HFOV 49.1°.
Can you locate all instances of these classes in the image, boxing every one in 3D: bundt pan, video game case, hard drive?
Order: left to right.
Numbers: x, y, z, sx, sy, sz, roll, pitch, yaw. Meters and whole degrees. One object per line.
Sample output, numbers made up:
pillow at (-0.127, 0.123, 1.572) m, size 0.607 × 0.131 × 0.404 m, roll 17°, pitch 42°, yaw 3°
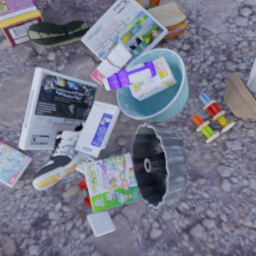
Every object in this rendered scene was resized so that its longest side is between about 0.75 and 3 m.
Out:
video game case at (-4.838, 1.329, 10.834) m, size 1.789 × 0.156 × 1.279 m, roll 26°, pitch 70°, yaw 10°
video game case at (-2.274, -0.506, 9.635) m, size 0.325 × 2.785 × 2.532 m, roll 18°, pitch 96°, yaw 31°
hard drive at (-0.804, 2.891, 8.506) m, size 0.130 × 0.971 × 0.640 m, roll -37°, pitch 67°, yaw 19°
video game case at (-0.202, -4.031, 12.302) m, size 2.880 × 0.317 × 2.626 m, roll -45°, pitch 80°, yaw 4°
bundt pan at (1.041, 1.124, 8.874) m, size 1.000 × 2.664 × 2.664 m, roll -5°, pitch 67°, yaw -20°

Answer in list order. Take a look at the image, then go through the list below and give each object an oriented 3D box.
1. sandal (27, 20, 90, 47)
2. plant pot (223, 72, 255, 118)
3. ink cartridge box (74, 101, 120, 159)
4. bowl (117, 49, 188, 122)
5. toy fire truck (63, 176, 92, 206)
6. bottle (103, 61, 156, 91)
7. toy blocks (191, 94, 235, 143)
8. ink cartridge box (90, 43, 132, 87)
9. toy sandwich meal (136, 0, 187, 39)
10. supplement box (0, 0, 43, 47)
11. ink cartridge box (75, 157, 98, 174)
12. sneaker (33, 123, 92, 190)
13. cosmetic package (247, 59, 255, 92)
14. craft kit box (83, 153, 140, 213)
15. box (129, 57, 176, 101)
sandal at (-3.114, -4.216, 12.811) m, size 2.840 × 0.810 × 1.128 m, roll -14°, pitch 87°, yaw -24°
plant pot at (4.472, -1.114, 11.136) m, size 0.962 × 2.085 × 2.085 m, roll -36°, pitch 67°, yaw 25°
ink cartridge box at (-0.945, 0.051, 8.640) m, size 0.826 × 0.323 × 1.743 m, roll 16°, pitch 72°, yaw 20°
bowl at (1.116, -1.349, 10.502) m, size 2.817 × 1.473 × 2.817 m, roll -17°, pitch 59°, yaw 30°
toy fire truck at (-1.582, 2.369, 10.166) m, size 1.276 × 0.821 × 1.123 m, roll -33°, pitch 65°, yaw 21°
bottle at (0.045, -1.641, 8.966) m, size 1.679 × 0.701 × 0.548 m, roll -19°, pitch 103°, yaw 1°
toy blocks at (3.178, -0.462, 11.315) m, size 1.451 × 0.632 × 1.741 m, roll -31°, pitch 71°, yaw -13°
ink cartridge box at (-0.674, -2.524, 11.429) m, size 0.726 × 1.247 × 1.713 m, roll 41°, pitch 97°, yaw -9°
toy sandwich meal at (1.476, -5.358, 13.136) m, size 2.817 × 0.965 × 2.817 m, roll 0°, pitch 67°, yaw 0°
supplement box at (-5.114, -5.433, 12.916) m, size 1.815 × 1.431 × 2.772 m, roll -22°, pitch 69°, yaw -9°
ink cartridge box at (-1.594, 1.338, 10.738) m, size 0.568 × 0.323 × 0.779 m, roll 25°, pitch 70°, yaw 10°
sneaker at (-2.040, 0.789, 8.760) m, size 1.272 × 1.098 × 2.902 m, roll 53°, pitch 36°, yaw -2°
cosmetic package at (6.707, -2.523, 11.283) m, size 2.693 × 2.240 × 2.253 m, roll 21°, pitch 69°, yaw 10°
craft kit box at (-0.536, 1.739, 9.037) m, size 1.557 × 0.382 × 1.577 m, roll -13°, pitch 86°, yaw -11°
box at (0.817, -1.717, 9.971) m, size 1.505 × 0.763 × 0.846 m, roll -24°, pitch 72°, yaw 18°
